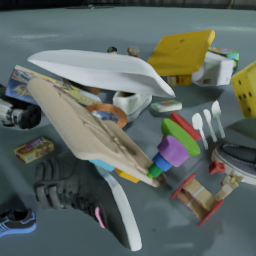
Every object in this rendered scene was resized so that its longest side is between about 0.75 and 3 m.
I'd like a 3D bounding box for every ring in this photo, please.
[{"bbox_3d":[-0.672,-0.235,7.115,1.307,1.307,0.125,-2,59,-3],"label":"ring"}]

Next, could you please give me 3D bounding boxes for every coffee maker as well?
[{"bbox_3d":[-3.010,-0.518,7.775,1.153,0.777,1.108,18,52,20],"label":"coffee maker"}]

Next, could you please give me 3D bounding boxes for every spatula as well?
[{"bbox_3d":[1.924,-0.019,6.601,0.752,1.081,0.087,-35,33,-12],"label":"spatula"}]

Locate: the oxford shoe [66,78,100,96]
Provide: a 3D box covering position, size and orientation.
[{"bbox_3d":[-1.641,-1.661,9.705,1.538,0.549,0.548,42,61,-4],"label":"oxford shoe"}]

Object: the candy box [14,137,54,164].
[{"bbox_3d":[-2.254,0.529,6.753,0.456,0.221,0.782,23,38,35],"label":"candy box"}]

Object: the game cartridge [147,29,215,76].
[{"bbox_3d":[1.938,-2.842,10.711,2.172,0.400,2.464,4,50,34],"label":"game cartridge"}]

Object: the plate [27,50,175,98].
[{"bbox_3d":[-0.423,-1.346,7.007,2.913,0.472,2.920,10,0,19],"label":"plate"}]

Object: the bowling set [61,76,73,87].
[{"bbox_3d":[-1.770,-1.840,10.644,1.425,0.992,0.765,-14,72,-1],"label":"bowling set"}]

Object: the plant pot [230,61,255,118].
[{"bbox_3d":[4.048,-1.162,7.804,1.703,1.931,1.931,-20,0,2],"label":"plant pot"}]

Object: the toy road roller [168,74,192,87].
[{"bbox_3d":[1.984,-1.846,10.495,0.881,0.541,0.643,-20,40,-13],"label":"toy road roller"}]

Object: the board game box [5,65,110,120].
[{"bbox_3d":[-1.891,-0.879,7.615,2.555,0.442,1.731,19,15,-23],"label":"board game box"}]

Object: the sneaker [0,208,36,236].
[{"bbox_3d":[-2.088,1.571,4.657,1.057,0.412,0.371,-8,30,-15],"label":"sneaker"}]

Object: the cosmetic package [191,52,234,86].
[{"bbox_3d":[2.783,-2.642,11.586,1.434,1.044,2.821,-9,28,-26],"label":"cosmetic package"}]

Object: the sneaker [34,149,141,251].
[{"bbox_3d":[-0.827,1.268,4.835,1.310,0.934,2.642,-23,37,-19],"label":"sneaker"}]

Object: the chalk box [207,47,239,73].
[{"bbox_3d":[4.209,-2.918,12.302,0.916,0.922,1.478,-22,37,-34],"label":"chalk box"}]

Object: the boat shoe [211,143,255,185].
[{"bbox_3d":[3.079,0.567,5.597,2.718,1.260,1.015,20,34,31],"label":"boat shoe"}]

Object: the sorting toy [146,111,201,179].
[{"bbox_3d":[0.845,0.411,5.847,0.953,0.947,2.749,43,19,4],"label":"sorting toy"}]

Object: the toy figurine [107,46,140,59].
[{"bbox_3d":[-0.246,-3.033,12.123,1.476,1.027,1.453,-5,20,-5],"label":"toy figurine"}]

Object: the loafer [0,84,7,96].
[{"bbox_3d":[-4.451,-1.281,9.419,2.571,0.809,0.924,18,33,29],"label":"loafer"}]

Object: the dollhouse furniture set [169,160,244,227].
[{"bbox_3d":[1.477,1.104,5.182,0.703,0.531,1.306,44,44,20],"label":"dollhouse furniture set"}]

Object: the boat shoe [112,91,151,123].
[{"bbox_3d":[0.123,-1.095,8.824,0.938,0.924,2.647,6,28,19],"label":"boat shoe"}]

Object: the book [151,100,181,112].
[{"bbox_3d":[1.227,-0.711,9.071,0.833,0.200,0.557,-12,25,-20],"label":"book"}]

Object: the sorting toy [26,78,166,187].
[{"bbox_3d":[-0.603,0.193,5.529,2.375,0.468,2.566,45,9,37],"label":"sorting toy"}]
